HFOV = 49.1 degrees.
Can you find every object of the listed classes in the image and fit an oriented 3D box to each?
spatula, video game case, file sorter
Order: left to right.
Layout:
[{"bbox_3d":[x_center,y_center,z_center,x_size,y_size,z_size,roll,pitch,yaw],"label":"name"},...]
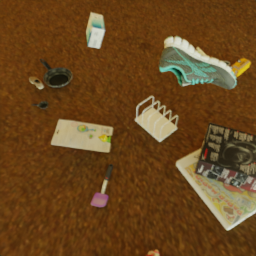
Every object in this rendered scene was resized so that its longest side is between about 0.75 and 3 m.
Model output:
[{"bbox_3d":[-0.820,2.001,9.911,0.498,0.181,1.761,12,52,7],"label":"spatula"},{"bbox_3d":[1.148,-0.406,11.334,1.028,0.922,1.481,-35,60,-24],"label":"file sorter"},{"bbox_3d":[3.571,1.762,10.002,2.583,0.325,2.838,-24,56,-18],"label":"video game case"}]

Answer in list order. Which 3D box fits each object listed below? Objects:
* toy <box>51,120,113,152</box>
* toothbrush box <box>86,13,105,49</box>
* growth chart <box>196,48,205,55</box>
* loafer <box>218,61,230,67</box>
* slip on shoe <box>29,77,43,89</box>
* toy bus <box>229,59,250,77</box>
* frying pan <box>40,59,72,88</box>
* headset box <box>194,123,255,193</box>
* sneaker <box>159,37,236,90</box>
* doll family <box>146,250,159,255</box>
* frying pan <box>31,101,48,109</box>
[{"bbox_3d":[-1.753,0.414,10.952,2.179,0.514,1.255,6,49,0],"label":"toy"},{"bbox_3d":[-1.465,-4.311,12.417,0.562,0.964,1.317,8,47,-19],"label":"toothbrush box"},{"bbox_3d":[3.118,-3.348,14.106,2.241,0.199,1.622,-26,57,-21],"label":"growth chart"},{"bbox_3d":[4.367,-3.128,13.732,1.213,0.423,0.424,0,70,-1],"label":"loafer"},{"bbox_3d":[-4.321,-2.179,13.124,0.359,0.286,0.945,-34,59,-24],"label":"slip on shoe"},{"bbox_3d":[5.323,-2.875,13.588,1.313,0.427,0.514,-37,61,-26],"label":"toy bus"},{"bbox_3d":[-3.690,-2.511,13.348,2.231,0.363,1.350,22,54,19],"label":"frying pan"},{"bbox_3d":[3.780,1.038,9.773,2.449,0.946,1.822,17,54,12],"label":"headset box"},{"bbox_3d":[2.248,-1.861,9.473,2.792,1.083,1.273,28,83,-1],"label":"sneaker"},{"bbox_3d":[0.688,4.394,7.442,1.504,1.092,2.423,8,52,7],"label":"doll family"},{"bbox_3d":[-3.849,-0.952,12.272,0.726,0.118,0.439,-19,54,-12],"label":"frying pan"}]
